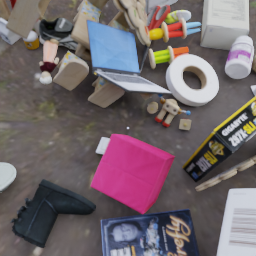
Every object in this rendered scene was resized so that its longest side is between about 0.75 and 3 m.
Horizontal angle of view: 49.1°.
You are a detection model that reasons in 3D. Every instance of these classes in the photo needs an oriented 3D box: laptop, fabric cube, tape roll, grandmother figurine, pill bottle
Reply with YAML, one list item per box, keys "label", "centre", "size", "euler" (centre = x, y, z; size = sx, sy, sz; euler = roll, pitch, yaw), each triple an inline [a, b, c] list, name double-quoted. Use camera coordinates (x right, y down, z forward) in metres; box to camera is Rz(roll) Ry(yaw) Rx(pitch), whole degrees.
- label: "laptop"
  centre: [0.063, -1.547, 6.317]
  size: [1.737, 1.007, 1.626]
  euler: [34, 25, 34]
- label: "fabric cube"
  centre: [0.135, 0.869, 5.652]
  size: [1.146, 1.128, 1.150]
  euler: [24, 93, 16]
- label: "tape roll"
  centre: [1.689, -1.251, 7.338]
  size: [1.426, 0.261, 1.426]
  euler: [6, 69, -16]
- label: "grandmother figurine"
  centre: [-1.893, -1.528, 6.600]
  size: [0.630, 0.315, 1.039]
  euler: [-4, 77, 46]
- label: "pill bottle"
  centre: [3.012, -1.915, 7.507]
  size: [0.626, 0.626, 1.115]
  euler: [18, 62, 10]

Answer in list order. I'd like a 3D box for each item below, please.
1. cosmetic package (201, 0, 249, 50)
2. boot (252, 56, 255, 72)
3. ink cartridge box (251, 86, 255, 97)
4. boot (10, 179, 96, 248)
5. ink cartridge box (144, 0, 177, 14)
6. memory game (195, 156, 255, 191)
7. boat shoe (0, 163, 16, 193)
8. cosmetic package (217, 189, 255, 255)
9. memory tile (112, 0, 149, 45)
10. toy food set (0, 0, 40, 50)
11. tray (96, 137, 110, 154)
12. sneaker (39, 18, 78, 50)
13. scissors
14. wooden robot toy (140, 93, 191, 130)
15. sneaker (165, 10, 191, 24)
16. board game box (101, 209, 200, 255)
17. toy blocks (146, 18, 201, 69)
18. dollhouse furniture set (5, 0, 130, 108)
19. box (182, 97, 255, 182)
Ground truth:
- label: "cosmetic package"
  centre: [2.925, -3.514, 8.509]
  size: [1.222, 0.825, 2.322]
  euler: [11, 61, 6]
- label: "boot"
  centre: [4.089, -0.858, 7.044]
  size: [2.373, 0.855, 1.835]
  euler: [27, 68, 17]
- label: "ink cartridge box"
  centre: [3.634, -0.864, 7.331]
  size: [0.478, 0.282, 0.830]
  euler: [-8, 62, -10]
- label: "boot"
  centre: [-1.534, 1.817, 5.701]
  size: [1.468, 0.543, 1.203]
  euler: [19, 61, 16]
- label: "ink cartridge box"
  centre: [0.656, -4.798, 9.268]
  size: [1.338, 0.760, 1.835]
  euler: [-31, 65, -16]
- label: "memory game"
  centre: [2.045, 0.883, 5.588]
  size: [1.598, 1.598, 0.102]
  euler: [-24, 75, -13]
- label: "boat shoe"
  centre: [-3.309, 1.414, 5.789]
  size: [2.035, 0.614, 0.769]
  euler: [-24, 58, -30]
- label: "cosmetic package"
  centre: [2.392, 2.176, 4.059]
  size: [1.674, 2.013, 1.684]
  euler: [-7, 27, 30]
- label: "memory tile"
  centre: [0.034, -3.597, 7.193]
  size: [0.218, 1.987, 2.593]
  euler: [-16, 62, 23]
- label: "toy food set"
  centre: [-3.519, -3.375, 8.301]
  size: [2.352, 1.058, 1.123]
  euler: [34, 66, 17]
- label: "tray"
  centre: [-0.272, 0.468, 6.580]
  size: [0.884, 0.098, 0.474]
  euler: [12, 51, 9]
- label: "sneaker"
  centre: [-1.729, -2.739, 8.072]
  size: [1.858, 0.841, 0.617]
  euler: [7, 62, 4]
- label: "scissors"
  centre: [0.586, -2.660, 8.376]
  size: [0.893, 0.170, 2.441]
  euler: [11, 76, 50]
- label: "wooden robot toy"
  centre: [0.957, -0.503, 7.063]
  size: [1.504, 0.663, 0.682]
  euler: [33, 24, 0]
- label: "sneaker"
  centre: [1.515, -3.324, 8.218]
  size: [0.882, 0.334, 0.463]
  euler: [11, 45, 41]
- label: "board game box"
  centre: [0.499, 2.963, 5.091]
  size: [1.807, 0.462, 2.668]
  euler: [-7, 61, -3]
- label: "toy blocks"
  centre: [1.315, -2.379, 7.795]
  size: [1.559, 0.566, 1.300]
  euler: [-11, 76, 1]
- label: "dollhouse furniture set"
  centre: [-0.987, -2.512, 6.613]
  size: [2.953, 1.922, 2.713]
  euler: [26, 57, -27]
- label: "box"
  centre: [2.094, 0.190, 5.686]
  size: [1.700, 2.129, 0.525]
  euler: [-37, 73, -18]
